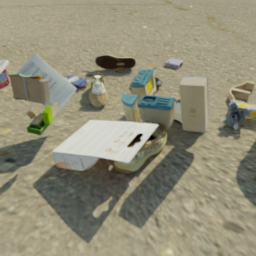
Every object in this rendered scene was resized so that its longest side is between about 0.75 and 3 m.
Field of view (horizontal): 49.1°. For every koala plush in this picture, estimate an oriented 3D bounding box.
[{"bbox_3d":[3.629,-0.317,9.619,0.690,0.716,0.779,31,65,21],"label":"koala plush"}]

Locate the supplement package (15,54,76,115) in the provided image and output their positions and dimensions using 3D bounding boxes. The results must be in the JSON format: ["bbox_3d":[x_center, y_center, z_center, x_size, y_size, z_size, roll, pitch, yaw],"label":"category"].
[{"bbox_3d":[-2.632,-1.357,8.976,1.650,0.939,0.904,40,69,-9],"label":"supplement package"}]

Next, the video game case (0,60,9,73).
[{"bbox_3d":[-5.954,-2.449,11.724,1.425,0.172,1.563,-1,36,0],"label":"video game case"}]

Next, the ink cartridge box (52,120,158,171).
[{"bbox_3d":[-0.579,0.489,7.897,2.440,0.612,1.979,6,32,28],"label":"ink cartridge box"}]

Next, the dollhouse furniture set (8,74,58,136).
[{"bbox_3d":[-2.558,-0.779,7.920,1.009,2.018,0.779,12,41,7],"label":"dollhouse furniture set"}]

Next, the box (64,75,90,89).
[{"bbox_3d":[-2.336,-2.029,12.449,1.234,0.200,0.748,19,38,28],"label":"box"}]

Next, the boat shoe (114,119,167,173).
[{"bbox_3d":[0.471,0.371,8.242,0.927,0.793,2.529,15,33,24],"label":"boat shoe"}]

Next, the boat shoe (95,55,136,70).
[{"bbox_3d":[-0.631,-3.264,13.975,2.002,0.740,0.741,6,21,-3],"label":"boat shoe"}]

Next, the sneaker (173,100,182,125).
[{"bbox_3d":[1.750,-0.697,9.823,2.306,0.922,0.850,22,41,32],"label":"sneaker"}]

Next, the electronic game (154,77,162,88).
[{"bbox_3d":[0.815,-1.956,12.261,1.338,0.278,1.338,-3,27,2],"label":"electronic game"}]

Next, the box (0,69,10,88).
[{"bbox_3d":[-6.097,-2.319,12.374,1.598,0.763,0.797,22,39,29],"label":"box"}]

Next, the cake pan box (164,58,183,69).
[{"bbox_3d":[2.378,-3.324,14.405,0.808,0.211,0.744,17,39,24],"label":"cake pan box"}]

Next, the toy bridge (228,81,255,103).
[{"bbox_3d":[4.539,-1.396,11.395,0.779,0.315,2.316,18,37,25],"label":"toy bridge"}]

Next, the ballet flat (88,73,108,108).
[{"bbox_3d":[-1.251,-1.615,11.355,0.782,0.724,2.217,-7,34,-8],"label":"ballet flat"}]

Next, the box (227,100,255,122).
[{"bbox_3d":[4.307,-0.582,10.066,1.338,0.430,0.469,17,37,23],"label":"box"}]

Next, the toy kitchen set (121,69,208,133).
[{"bbox_3d":[1.301,-1.309,9.182,2.798,1.648,2.241,7,42,23],"label":"toy kitchen set"}]
